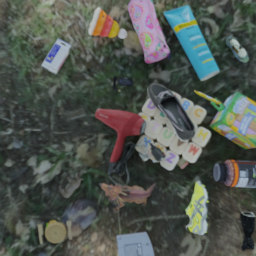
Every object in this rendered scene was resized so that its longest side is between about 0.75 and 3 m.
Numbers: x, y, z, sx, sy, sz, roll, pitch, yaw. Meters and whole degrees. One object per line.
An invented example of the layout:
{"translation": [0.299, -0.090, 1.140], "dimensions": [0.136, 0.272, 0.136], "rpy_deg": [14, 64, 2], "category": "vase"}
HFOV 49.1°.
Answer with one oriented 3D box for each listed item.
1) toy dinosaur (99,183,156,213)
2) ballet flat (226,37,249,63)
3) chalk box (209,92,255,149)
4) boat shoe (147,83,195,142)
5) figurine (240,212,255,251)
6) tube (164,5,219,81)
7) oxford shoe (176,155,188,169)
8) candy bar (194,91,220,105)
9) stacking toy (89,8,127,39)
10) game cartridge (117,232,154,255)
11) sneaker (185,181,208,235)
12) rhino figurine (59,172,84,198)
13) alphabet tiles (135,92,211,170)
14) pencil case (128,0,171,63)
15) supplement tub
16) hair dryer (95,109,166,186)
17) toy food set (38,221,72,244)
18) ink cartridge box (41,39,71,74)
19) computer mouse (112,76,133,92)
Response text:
{"translation": [0.083, 2.129, 8.946], "dimensions": [1.914, 1.297, 0.821], "rpy_deg": [-7, 66, -8], "category": "toy dinosaur"}
{"translation": [4.002, -2.857, 10.204], "dimensions": [0.415, 0.415, 1.118], "rpy_deg": [-41, 85, -5], "category": "ballet flat"}
{"translation": [3.643, -0.318, 9.444], "dimensions": [1.957, 1.218, 1.212], "rpy_deg": [32, 83, 5], "category": "chalk box"}
{"translation": [1.492, -0.678, 9.405], "dimensions": [0.811, 0.692, 2.427], "rpy_deg": [-27, 72, -14], "category": "boat shoe"}
{"translation": [4.399, 3.491, 9.331], "dimensions": [1.280, 0.551, 1.249], "rpy_deg": [1, 90, 0], "category": "figurine"}
{"translation": [2.325, -3.082, 10.071], "dimensions": [1.087, 0.707, 2.807], "rpy_deg": [-22, 82, -22], "category": "tube"}
{"translation": [2.081, 0.928, 9.704], "dimensions": [0.385, 0.369, 1.042], "rpy_deg": [42, 84, 7], "category": "oxford shoe"}
{"translation": [2.596, -0.999, 9.206], "dimensions": [0.946, 0.236, 0.105], "rpy_deg": [28, 103, 13], "category": "candy bar"}
{"translation": [-0.675, -3.636, 10.179], "dimensions": [1.373, 1.003, 1.003], "rpy_deg": [18, 82, -16], "category": "stacking toy"}
{"translation": [0.291, 4.407, 9.263], "dimensions": [1.175, 0.357, 1.763], "rpy_deg": [-7, 83, 2], "category": "game cartridge"}
{"translation": [2.279, 2.650, 9.328], "dimensions": [0.665, 0.656, 1.740], "rpy_deg": [3, 79, 2], "category": "sneaker"}
{"translation": [-1.870, 1.889, 9.422], "dimensions": [1.086, 0.325, 0.475], "rpy_deg": [-48, 62, 0], "category": "rhino figurine"}
{"translation": [1.480, 0.063, 9.714], "dimensions": [2.538, 0.185, 2.482], "rpy_deg": [32, 83, 13], "category": "alphabet tiles"}
{"translation": [0.749, -3.480, 9.966], "dimensions": [1.010, 1.010, 2.310], "rpy_deg": [-17, 80, -2], "category": "pencil case"}
{"translation": [3.732, 1.519, 9.297], "dimensions": [1.656, 0.886, 0.886], "rpy_deg": [4, 82, -2], "category": "supplement tub"}
{"translation": [-0.250, 0.425, 9.490], "dimensions": [2.106, 0.751, 2.765], "rpy_deg": [-33, 77, 6], "category": "hair dryer"}
{"translation": [-2.444, 3.501, 9.463], "dimensions": [1.091, 0.219, 0.753], "rpy_deg": [-5, 90, -6], "category": "toy food set"}
{"translation": [-2.599, -2.610, 10.221], "dimensions": [0.573, 0.224, 1.210], "rpy_deg": [28, 84, 2], "category": "ink cartridge box"}
{"translation": [-0.220, -1.538, 9.983], "dimensions": [0.753, 0.173, 0.529], "rpy_deg": [16, 103, 12], "category": "computer mouse"}
